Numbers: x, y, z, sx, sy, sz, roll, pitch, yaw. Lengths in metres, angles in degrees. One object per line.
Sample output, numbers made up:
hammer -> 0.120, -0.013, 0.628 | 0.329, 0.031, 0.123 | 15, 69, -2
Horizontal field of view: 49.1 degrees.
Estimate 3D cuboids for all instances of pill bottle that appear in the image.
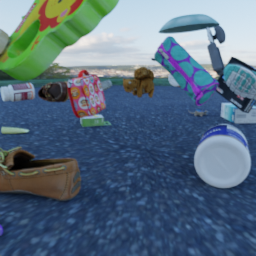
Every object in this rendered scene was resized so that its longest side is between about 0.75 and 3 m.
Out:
pill bottle -> 2.387, 0.581, 7.072 | 1.209, 1.209, 2.090 | 5, 13, 19
pill bottle -> -2.916, -0.928, 7.402 | 0.769, 0.439, 0.439 | -12, 18, -34
pill bottle -> 2.179, -1.943, 11.170 | 0.683, 0.683, 1.247 | 10, 8, 35

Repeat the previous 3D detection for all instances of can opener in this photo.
can opener -> 3.119, -2.767, 9.684 | 0.667, 1.996, 0.532 | -24, -36, 32

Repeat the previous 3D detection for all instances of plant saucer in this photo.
plant saucer -> 2.348, -4.098, 10.985 | 2.378, 0.458, 2.378 | -6, 12, 1

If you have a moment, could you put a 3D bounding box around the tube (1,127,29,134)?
tube -> -4.512, 0.122, 11.181 | 0.999, 0.259, 0.290 | 1, 52, -8

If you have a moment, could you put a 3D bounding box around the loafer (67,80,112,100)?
loafer -> -1.780, -1.680, 11.284 | 2.224, 0.776, 0.778 | -12, 4, -2

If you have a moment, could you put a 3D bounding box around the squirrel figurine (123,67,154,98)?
squirrel figurine -> 0.340, -1.563, 9.372 | 0.998, 1.069, 0.757 | 7, 22, -23

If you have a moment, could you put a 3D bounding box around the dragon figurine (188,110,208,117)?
dragon figurine -> 3.709, -0.799, 14.858 | 1.041, 0.306, 0.518 | 4, 14, 14

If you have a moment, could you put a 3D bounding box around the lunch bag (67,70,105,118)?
lunch bag -> -1.018, -0.878, 6.962 | 0.518, 1.114, 1.264 | -10, 11, 17

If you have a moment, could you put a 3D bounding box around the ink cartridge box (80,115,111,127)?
ink cartridge box -> -1.477, -0.342, 12.737 | 1.325, 0.393, 0.688 | -4, 14, -17

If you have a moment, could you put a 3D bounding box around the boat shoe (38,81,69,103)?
boat shoe -> -2.664, -1.230, 9.887 | 0.716, 0.717, 2.037 | 0, -2, -31

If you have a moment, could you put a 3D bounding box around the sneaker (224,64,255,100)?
sneaker -> 3.360, -1.155, 7.396 | 1.848, 0.717, 0.843 | 32, 42, 0

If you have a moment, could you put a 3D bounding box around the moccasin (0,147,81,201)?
moccasin -> -2.387, 0.877, 6.088 | 2.786, 1.075, 1.019 | 5, 14, 20

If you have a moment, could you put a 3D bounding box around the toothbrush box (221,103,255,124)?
toothbrush box -> 5.449, -0.733, 13.630 | 1.279, 0.745, 1.747 | 0, 12, -1

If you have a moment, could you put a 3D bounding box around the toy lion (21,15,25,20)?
toy lion -> -3.078, -3.945, 10.370 | 1.560, 0.536, 1.496 | -5, 9, -10

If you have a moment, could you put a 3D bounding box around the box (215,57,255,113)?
box -> 3.927, -1.542, 9.845 | 0.400, 1.382, 1.738 | 9, 30, -30

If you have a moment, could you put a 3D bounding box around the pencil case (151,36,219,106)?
pencil case -> 1.544, -1.566, 7.697 | 0.926, 0.853, 2.004 | -10, 56, -51

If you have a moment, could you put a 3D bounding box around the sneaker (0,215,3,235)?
sneaker -> -2.347, 1.586, 4.805 | 0.848, 0.295, 0.422 | 8, 15, 32

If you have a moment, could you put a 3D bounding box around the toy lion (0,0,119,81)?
toy lion -> -1.057, -1.782, 4.303 | 2.348, 2.449, 0.841 | 27, -7, 48
